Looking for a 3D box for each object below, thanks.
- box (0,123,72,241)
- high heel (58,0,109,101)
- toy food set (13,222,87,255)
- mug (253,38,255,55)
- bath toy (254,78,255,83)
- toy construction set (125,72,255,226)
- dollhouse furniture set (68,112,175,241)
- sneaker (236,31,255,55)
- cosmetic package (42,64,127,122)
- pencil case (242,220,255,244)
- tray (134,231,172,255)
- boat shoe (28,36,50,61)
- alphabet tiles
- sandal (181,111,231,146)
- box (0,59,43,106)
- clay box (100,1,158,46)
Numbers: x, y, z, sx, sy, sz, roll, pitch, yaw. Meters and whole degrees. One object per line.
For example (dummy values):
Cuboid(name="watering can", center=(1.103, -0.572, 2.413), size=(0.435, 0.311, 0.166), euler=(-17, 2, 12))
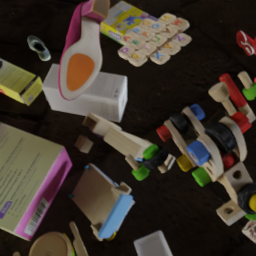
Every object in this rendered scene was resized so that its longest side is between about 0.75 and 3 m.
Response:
Cuboid(name="box", center=(-3.515, 1.375, 7.971), size=(2.831, 1.369, 2.491), euler=(19, 62, 10))
Cuboid(name="high heel", center=(-1.334, -2.009, 7.255), size=(0.979, 1.395, 2.908), euler=(17, 78, -32))
Cuboid(name="toy food set", center=(-2.036, 3.436, 7.426), size=(1.850, 0.371, 1.277), euler=(-26, 56, -8))
Cuboid(name="mug", center=(4.264, -2.360, 8.053), size=(1.360, 1.533, 1.023), euler=(5, 46, 14))
Cuboid(name="bath toy", center=(3.651, -1.870, 6.479), size=(0.881, 1.036, 2.383), euler=(23, 100, 49))
Cuboid(name="toy construction set", center=(2.018, 0.498, 5.802), size=(2.940, 2.452, 2.259), euler=(-44, 104, -27))
Cuboid(name="dollhouse furniture set", center=(-0.482, 1.463, 8.381), size=(2.634, 1.821, 2.790), euler=(32, 95, 40))
Cuboid(name="sneaker", center=(4.926, -3.471, 11.380), size=(0.665, 0.451, 1.152), euler=(-15, 73, -18))
Cuboid(name="cosmetic package", center=(-1.394, -1.147, 9.441), size=(2.538, 1.366, 1.077), euler=(13, 61, 6))
Cuboid(name="pencil case", center=(3.972, 3.093, 7.374), size=(0.792, 0.689, 1.771), euler=(-43, 68, -14))
Cuboid(name="tray", center=(0.814, 3.623, 7.366), size=(0.846, 0.175, 1.576), euler=(-19, 62, -10))
Cuboid(name="boat shoe", center=(-3.602, -3.305, 11.200), size=(0.541, 0.459, 1.486), euler=(-31, 65, -17))
Cuboid(name="alphabet tiles", center=(0.753, -2.690, 8.438), size=(2.109, 0.154, 2.062), euler=(-40, 51, -9))
Cuboid(name="sandal", center=(2.598, 0.207, 9.125), size=(2.428, 0.663, 0.992), euler=(-33, 66, -34))
Cuboid(name="box", center=(-4.516, -1.836, 10.231), size=(2.702, 0.677, 1.017), euler=(25, 63, 13))
Cuboid(name="clay box", center=(0.288, -4.035, 11.494), size=(2.820, 0.671, 1.620), euler=(37, 66, 19))
